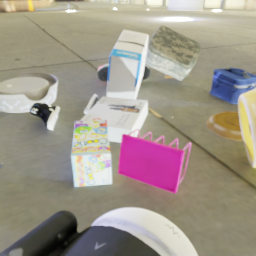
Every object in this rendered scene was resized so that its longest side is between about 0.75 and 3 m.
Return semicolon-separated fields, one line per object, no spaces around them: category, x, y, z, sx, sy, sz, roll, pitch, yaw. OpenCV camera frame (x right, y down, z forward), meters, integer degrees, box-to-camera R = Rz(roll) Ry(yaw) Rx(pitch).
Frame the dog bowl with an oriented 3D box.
dog bowl;-3.816;-1.324;10.230;2.522;0.739;2.522;0;27;0

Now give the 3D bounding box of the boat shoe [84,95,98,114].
boat shoe;-1.154;-0.755;9.515;0.401;0.424;1.182;28;27;-9

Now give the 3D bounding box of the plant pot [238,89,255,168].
plant pot;3.949;-0.139;6.251;2.535;2.695;2.695;-10;25;15

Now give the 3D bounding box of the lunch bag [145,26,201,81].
lunch bag;1.763;-3.019;11.978;2.148;1.801;1.496;26;72;3

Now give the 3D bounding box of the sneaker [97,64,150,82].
sneaker;-0.223;-2.589;12.528;2.379;0.837;1.112;-5;29;-8

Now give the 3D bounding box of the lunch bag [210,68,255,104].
lunch bag;3.966;-1.670;10.499;1.122;1.093;1.652;-14;30;-24

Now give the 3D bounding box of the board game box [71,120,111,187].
board game box;-0.848;0.532;6.579;0.822;0.837;1.597;-3;28;-6

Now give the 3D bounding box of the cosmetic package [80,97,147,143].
cosmetic package;-0.373;-0.310;8.534;1.570;0.538;2.082;4;28;14

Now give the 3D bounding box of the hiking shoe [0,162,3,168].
hiking shoe;-4.090;0.769;6.263;2.454;0.929;1.236;19;24;15

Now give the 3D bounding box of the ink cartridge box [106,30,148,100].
ink cartridge box;0.005;-2.247;10.325;1.068;1.849;2.533;11;39;4

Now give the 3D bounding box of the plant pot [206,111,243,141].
plant pot;3.271;-0.125;8.492;1.727;0.237;1.727;1;28;0

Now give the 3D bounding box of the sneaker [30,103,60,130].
sneaker;-2.569;-0.375;8.388;0.836;0.546;1.495;14;13;-11

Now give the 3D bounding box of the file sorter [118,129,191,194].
file sorter;0.594;0.633;6.115;1.346;0.935;0.844;15;21;23

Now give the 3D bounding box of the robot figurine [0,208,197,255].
robot figurine;-0.292;2.039;2.884;1.673;2.014;2.681;-4;20;38

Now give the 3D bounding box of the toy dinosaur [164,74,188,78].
toy dinosaur;2.157;-2.465;12.958;1.266;0.382;0.672;-12;54;-19
